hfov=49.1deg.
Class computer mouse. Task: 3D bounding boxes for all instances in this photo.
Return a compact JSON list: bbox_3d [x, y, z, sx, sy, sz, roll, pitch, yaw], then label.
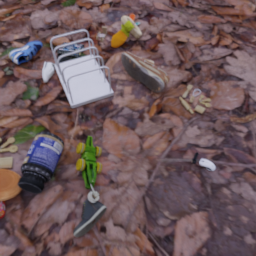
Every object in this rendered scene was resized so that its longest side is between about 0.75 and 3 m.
[{"bbox_3d":[3.007,1.359,11.040,0.949,0.208,0.521,26,57,18],"label":"computer mouse"}]

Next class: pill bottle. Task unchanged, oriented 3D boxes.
[{"bbox_3d":[-3.263,1.301,10.482,1.179,1.179,2.108,9,54,7],"label":"pill bottle"}]

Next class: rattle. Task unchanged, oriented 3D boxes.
[{"bbox_3d":[-0.121,-5.490,15.949,1.505,1.652,2.312,20,32,-22],"label":"rattle"}]

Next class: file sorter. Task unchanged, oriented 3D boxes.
[{"bbox_3d":[-2.224,-2.831,13.080,2.071,1.859,2.985,-20,57,-13],"label":"file sorter"}]

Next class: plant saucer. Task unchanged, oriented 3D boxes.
[{"bbox_3d":[-4.624,1.985,10.095,1.574,0.295,1.574,11,28,-6],"label":"plant saucer"}]

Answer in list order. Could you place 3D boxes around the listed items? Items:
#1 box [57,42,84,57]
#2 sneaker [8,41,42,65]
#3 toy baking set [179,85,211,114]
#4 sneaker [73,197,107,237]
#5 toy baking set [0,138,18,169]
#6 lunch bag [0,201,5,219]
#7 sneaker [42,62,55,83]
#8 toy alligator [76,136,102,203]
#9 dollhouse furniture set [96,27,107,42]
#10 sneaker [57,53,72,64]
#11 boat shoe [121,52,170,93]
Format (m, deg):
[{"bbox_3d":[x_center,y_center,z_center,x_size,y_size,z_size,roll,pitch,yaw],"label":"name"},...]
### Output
[{"bbox_3d":[-3.030,-4.180,14.919,1.197,0.275,0.952,9,43,6],"label":"box"},{"bbox_3d":[-5.225,-3.884,14.605,1.837,0.679,0.756,-35,65,-16],"label":"sneaker"},{"bbox_3d":[3.052,-1.290,13.003,1.301,0.197,1.695,-25,58,-20],"label":"toy baking set"},{"bbox_3d":[-1.485,3.060,9.671,0.757,0.533,1.425,31,51,27],"label":"sneaker"},{"bbox_3d":[-5.623,0.996,11.286,2.439,0.284,1.872,16,49,4],"label":"toy baking set"},{"bbox_3d":[-5.057,2.617,9.887,1.260,0.586,1.431,-13,55,-9],"label":"lunch bag"},{"bbox_3d":[-3.946,-2.773,13.902,0.533,0.505,1.323,4,55,-9],"label":"sneaker"},{"bbox_3d":[-1.523,1.577,10.591,0.921,0.667,2.778,17,48,-28],"label":"toy alligator"},{"bbox_3d":[-1.516,-5.270,15.747,0.464,0.396,0.896,9,55,7],"label":"dollhouse furniture set"},{"bbox_3d":[-3.280,-3.694,14.497,0.352,0.500,0.941,32,51,21],"label":"sneaker"},{"bbox_3d":[0.827,-2.821,13.650,2.817,1.067,1.011,43,60,16],"label":"boat shoe"}]
